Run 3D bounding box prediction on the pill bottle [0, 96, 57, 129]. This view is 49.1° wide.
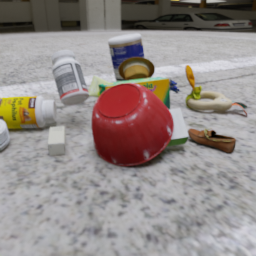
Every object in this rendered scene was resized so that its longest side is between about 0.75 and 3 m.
[{"bbox_3d":[-3.970,-0.606,10.844,2.237,1.222,1.222,-3,25,-5],"label":"pill bottle"}]

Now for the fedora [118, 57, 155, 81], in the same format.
[{"bbox_3d":[0.371,-2.342,12.171,1.612,1.612,0.657,0,55,0],"label":"fedora"}]

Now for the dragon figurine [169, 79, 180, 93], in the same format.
[{"bbox_3d":[1.223,-1.913,13.307,2.359,1.173,0.694,13,36,-9],"label":"dragon figurine"}]

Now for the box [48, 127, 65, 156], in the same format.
[{"bbox_3d":[-2.409,0.425,9.527,0.550,0.457,1.338,-4,25,-9],"label":"box"}]

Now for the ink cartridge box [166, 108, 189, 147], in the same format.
[{"bbox_3d":[0.827,0.089,9.353,2.111,0.626,1.096,-9,65,-5],"label":"ink cartridge box"}]

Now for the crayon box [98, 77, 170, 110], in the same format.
[{"bbox_3d":[0.299,-1.044,11.180,2.801,1.664,0.816,-11,18,-23],"label":"crayon box"}]

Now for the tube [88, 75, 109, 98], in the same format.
[{"bbox_3d":[-0.538,-1.532,12.743,2.515,0.653,0.730,18,48,-4],"label":"tube"}]

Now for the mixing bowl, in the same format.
[{"bbox_3d":[-0.051,-0.385,8.644,2.755,1.492,2.755,-9,51,12],"label":"mixing bowl"}]

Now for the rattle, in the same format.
[{"bbox_3d":[3.991,-1.697,12.481,2.792,1.994,1.818,14,16,38],"label":"rattle"}]

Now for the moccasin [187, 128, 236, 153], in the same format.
[{"bbox_3d":[2.810,0.303,9.547,0.624,0.658,1.705,-21,32,-38],"label":"moccasin"}]

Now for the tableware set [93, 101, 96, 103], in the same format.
[{"bbox_3d":[-0.944,-1.328,13.668,1.243,0.173,1.488,6,26,13],"label":"tableware set"}]

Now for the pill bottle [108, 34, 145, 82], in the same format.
[{"bbox_3d":[0.057,-3.132,14.154,1.678,2.900,1.678,-9,24,4],"label":"pill bottle"}]

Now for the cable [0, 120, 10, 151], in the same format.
[{"bbox_3d":[-5.158,0.319,9.391,2.174,0.753,2.174,-3,25,-6],"label":"cable"}]

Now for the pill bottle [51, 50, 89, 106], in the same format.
[{"bbox_3d":[-2.284,-1.933,10.843,1.123,1.939,1.123,-17,-12,-4],"label":"pill bottle"}]
